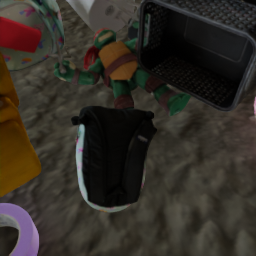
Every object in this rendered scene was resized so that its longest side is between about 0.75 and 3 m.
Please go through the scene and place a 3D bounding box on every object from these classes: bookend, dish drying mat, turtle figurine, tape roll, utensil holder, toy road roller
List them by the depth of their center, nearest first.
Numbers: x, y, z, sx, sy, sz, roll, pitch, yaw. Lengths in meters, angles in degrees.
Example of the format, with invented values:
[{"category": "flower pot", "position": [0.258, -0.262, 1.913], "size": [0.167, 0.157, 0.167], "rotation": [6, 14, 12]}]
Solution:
[{"category": "dish drying mat", "position": [-1.841, -1.518, 4.661], "size": [0.106, 0.447, 1.165], "rotation": [33, 14, 8]}, {"category": "toy road roller", "position": [-2.532, 0.012, 4.840], "size": [1.640, 2.669, 1.948], "rotation": [-32, 55, -27]}, {"category": "turtle figurine", "position": [-0.166, -1.250, 5.386], "size": [2.086, 1.403, 2.787], "rotation": [-38, 71, 16]}, {"category": "tape roll", "position": [-2.630, 2.325, 5.538], "size": [1.590, 0.522, 1.590], "rotation": [0, 44, 0]}, {"category": "utensil holder", "position": [-0.910, -3.785, 7.903], "size": [1.573, 1.573, 1.851], "rotation": [-23, 62, -22]}, {"category": "bookend", "position": [1.158, -3.961, 11.698], "size": [1.757, 0.809, 1.746], "rotation": [-20, 49, -20]}]

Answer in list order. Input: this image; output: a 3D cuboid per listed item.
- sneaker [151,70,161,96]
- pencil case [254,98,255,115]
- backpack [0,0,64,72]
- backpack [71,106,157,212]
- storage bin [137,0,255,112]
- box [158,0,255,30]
[{"category": "sneaker", "position": [0.625, -1.410, 6.893], "size": [0.572, 0.502, 1.427], "rotation": [-29, 91, -39]}, {"category": "pencil case", "position": [4.123, -0.060, 7.543], "size": [1.153, 1.103, 2.664], "rotation": [7, 44, 8]}, {"category": "backpack", "position": [-2.361, -2.166, 5.752], "size": [1.961, 2.231, 1.710], "rotation": [-22, 73, 5]}, {"category": "backpack", "position": [-0.172, 0.389, 3.369], "size": [0.992, 0.753, 1.189], "rotation": [1, 71, -2]}, {"category": "storage bin", "position": [1.099, -1.236, 4.204], "size": [1.820, 1.230, 0.853], "rotation": [34, 55, 27]}, {"category": "box", "position": [2.151, -2.291, 6.367], "size": [2.622, 1.616, 2.600], "rotation": [27, 15, -11]}]
